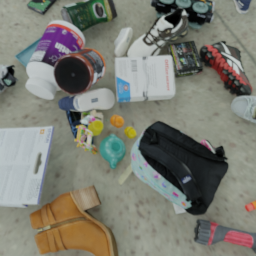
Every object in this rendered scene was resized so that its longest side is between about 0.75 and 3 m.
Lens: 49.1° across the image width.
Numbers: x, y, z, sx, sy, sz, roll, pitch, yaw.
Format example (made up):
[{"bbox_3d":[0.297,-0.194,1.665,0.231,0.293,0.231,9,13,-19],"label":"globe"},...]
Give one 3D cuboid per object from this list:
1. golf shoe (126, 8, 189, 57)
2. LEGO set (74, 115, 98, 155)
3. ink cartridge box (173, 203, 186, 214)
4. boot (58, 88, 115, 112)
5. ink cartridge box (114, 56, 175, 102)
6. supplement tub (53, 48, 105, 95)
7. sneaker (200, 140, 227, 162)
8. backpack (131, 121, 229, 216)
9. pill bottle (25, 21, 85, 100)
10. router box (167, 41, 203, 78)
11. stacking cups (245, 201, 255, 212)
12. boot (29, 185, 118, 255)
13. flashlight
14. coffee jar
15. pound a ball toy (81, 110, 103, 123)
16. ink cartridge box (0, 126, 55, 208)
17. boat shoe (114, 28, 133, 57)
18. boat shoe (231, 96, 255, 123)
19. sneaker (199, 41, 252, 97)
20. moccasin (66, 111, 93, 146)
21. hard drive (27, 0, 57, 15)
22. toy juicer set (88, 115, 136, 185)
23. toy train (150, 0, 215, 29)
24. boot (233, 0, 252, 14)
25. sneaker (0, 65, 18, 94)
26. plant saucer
[{"bbox_3d":[0.996,-3.416,10.263,2.737,1.293,1.064,-39,71,-5],"label":"golf shoe"},{"bbox_3d":[-1.155,0.416,8.482,0.571,1.535,0.706,25,47,32],"label":"LEGO set"},{"bbox_3d":[1.596,2.010,8.478,0.587,0.346,1.019,-10,59,-4],"label":"ink cartridge box"},{"bbox_3d":[-1.323,-0.914,9.249,0.909,2.013,0.732,0,97,31],"label":"boot"},{"bbox_3d":[0.534,-1.662,9.630,1.922,0.825,1.407,-3,84,-5],"label":"ink cartridge box"},{"bbox_3d":[-1.390,-1.859,8.819,1.193,1.193,2.230,12,23,5],"label":"supplement tub"},{"bbox_3d":[2.650,0.759,8.626,1.239,0.457,0.542,49,57,-16],"label":"sneaker"},{"bbox_3d":[1.266,1.056,7.862,2.520,1.595,2.103,34,53,6],"label":"backpack"},{"bbox_3d":[-2.566,-2.328,9.756,1.438,1.438,2.557,15,70,7],"label":"pill bottle"},{"bbox_3d":[2.112,-2.567,10.455,0.994,0.412,1.326,-9,66,-4],"label":"router box"},{"bbox_3d":[4.010,2.243,8.465,0.992,0.300,0.300,-17,68,-4],"label":"stacking cups"},{"bbox_3d":[-1.485,3.085,7.710,2.048,1.012,2.638,-23,74,-6],"label":"boot"},{"bbox_3d":[2.948,3.118,7.842,2.103,0.715,0.712,13,70,6],"label":"flashlight"},{"bbox_3d":[-1.451,-4.420,10.789,2.082,1.086,0.888,-29,27,-21],"label":"coffee jar"},{"bbox_3d":[-1.105,-0.310,9.131,0.589,0.903,0.384,-1,82,26],"label":"pound a ball toy"},{"bbox_3d":[-3.366,1.148,8.477,2.429,0.493,2.424,-2,65,18],"label":"ink cartridge box"},{"bbox_3d":[-0.276,-3.310,10.778,0.471,0.495,1.375,11,72,28],"label":"boat shoe"},{"bbox_3d":[4.342,-0.482,8.861,2.302,0.738,0.848,29,104,36],"label":"boat shoe"},{"bbox_3d":[3.713,-2.191,10.031,1.218,0.881,2.493,-30,69,-10],"label":"sneaker"},{"bbox_3d":[-1.688,-0.097,9.279,0.661,0.561,1.644,-29,71,-19],"label":"moccasin"},{"bbox_3d":[-3.562,-5.305,11.747,0.819,0.222,1.173,26,69,11],"label":"hard drive"},{"bbox_3d":[-0.274,0.594,9.076,1.383,0.592,2.175,-24,83,-29],"label":"toy juicer set"},{"bbox_3d":[2.211,-4.900,11.174,2.550,1.087,1.453,19,59,8],"label":"toy train"},{"bbox_3d":[4.668,-5.593,11.582,0.602,0.748,1.656,-12,67,-5],"label":"boot"},{"bbox_3d":[-4.394,-1.480,9.622,1.315,0.731,1.881,-3,63,12],"label":"sneaker"},{"bbox_3d":[-3.143,-3.183,10.831,0.856,0.232,2.448,42,73,15],"label":"plant saucer"}]
